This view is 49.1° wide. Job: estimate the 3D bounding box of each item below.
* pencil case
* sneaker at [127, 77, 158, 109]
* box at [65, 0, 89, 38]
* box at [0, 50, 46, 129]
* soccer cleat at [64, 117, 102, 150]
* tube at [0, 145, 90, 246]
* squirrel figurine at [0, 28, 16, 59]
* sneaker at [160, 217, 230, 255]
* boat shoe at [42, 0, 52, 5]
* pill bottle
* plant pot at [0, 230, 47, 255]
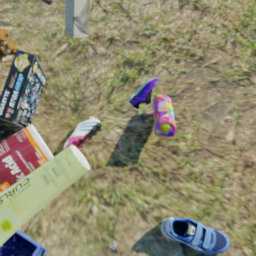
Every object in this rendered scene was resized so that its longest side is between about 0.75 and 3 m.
[{"bbox_3d":[1.049,-0.361,8.371,0.700,0.700,1.584,3,35,2],"label":"pencil case"},{"bbox_3d":[0.422,-0.763,6.401,0.874,0.304,0.435,-41,89,15],"label":"sneaker"},{"bbox_3d":[-1.454,-3.319,8.010,0.559,1.361,0.465,-22,44,-36],"label":"box"},{"bbox_3d":[-2.890,-0.915,7.769,0.509,2.213,1.759,17,82,-7],"label":"box"},{"bbox_3d":[-1.454,0.186,8.504,0.620,0.502,1.436,34,56,28],"label":"soccer cleat"},{"bbox_3d":[-2.213,1.537,6.441,2.869,0.745,0.832,-36,37,0],"label":"tube"},{"bbox_3d":[-4.542,-3.158,10.076,0.694,0.916,0.981,-19,63,-10],"label":"squirrel figurine"},{"bbox_3d":[1.698,2.695,7.021,1.751,0.720,0.647,13,60,5],"label":"sneaker"},{"bbox_3d":[-2.532,-3.842,7.785,1.063,0.345,0.382,39,54,-2],"label":"boat shoe"},{"bbox_3d":[-3.257,1.027,7.584,2.255,1.288,1.288,-34,67,-16],"label":"pill bottle"},{"bbox_3d":[-2.619,3.059,6.688,0.998,0.898,0.998,26,67,16],"label":"plant pot"}]
